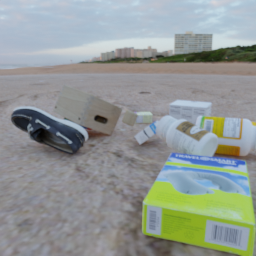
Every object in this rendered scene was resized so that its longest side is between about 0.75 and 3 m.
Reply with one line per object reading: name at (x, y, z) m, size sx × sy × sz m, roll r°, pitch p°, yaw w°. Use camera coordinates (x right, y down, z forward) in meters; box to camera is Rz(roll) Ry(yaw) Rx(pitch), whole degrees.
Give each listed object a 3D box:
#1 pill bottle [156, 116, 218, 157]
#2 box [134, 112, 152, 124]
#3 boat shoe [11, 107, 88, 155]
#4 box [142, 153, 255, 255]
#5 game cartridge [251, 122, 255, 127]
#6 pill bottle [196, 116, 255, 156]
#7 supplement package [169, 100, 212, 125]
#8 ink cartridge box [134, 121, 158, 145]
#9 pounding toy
pill bottle at (1.535, 0.269, 7.586) m, size 0.884 × 0.884 × 1.546 m, roll -13°, pitch 33°, yaw -41°
box at (0.679, -0.479, 13.009) m, size 0.812 × 0.392 × 0.714 m, roll -1°, pitch 14°, yaw -6°
boat shoe at (-2.678, 0.118, 8.937) m, size 2.765 × 1.022 × 0.834 m, roll 20°, pitch 48°, yaw 11°
box at (1.522, 1.252, 5.716) m, size 1.775 × 0.694 × 2.911 m, roll 6°, pitch 16°, yaw 18°
game cartridge at (4.909, 0.090, 11.104) m, size 1.809 × 0.293 × 1.595 m, roll -3°, pitch 14°, yaw -21°
pill bottle at (3.144, 0.261, 8.636) m, size 2.034 × 1.130 × 1.130 m, roll 6°, pitch 16°, yaw 21°
supplement package at (2.818, -0.668, 12.680) m, size 1.632 × 0.905 × 1.271 m, roll 8°, pitch 17°, yaw 25°
ink cartridge box at (0.713, 0.160, 9.637) m, size 0.858 × 0.361 × 0.626 m, roll -35°, pitch -4°, yaw 22°
pounding toy at (-0.951, -0.356, 10.606) m, size 2.831 × 1.295 × 2.488 m, roll 24°, pitch 2°, yaw 40°
